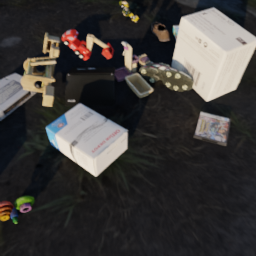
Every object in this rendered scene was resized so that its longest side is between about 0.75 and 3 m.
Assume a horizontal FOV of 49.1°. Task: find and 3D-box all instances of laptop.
[{"bbox_3d":[-1.561,-1.850,12.065,2.012,1.173,2.270,0,23,-1],"label":"laptop"}]

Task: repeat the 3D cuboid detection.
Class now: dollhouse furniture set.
[{"bbox_3d":[-3.449,-2.347,10.895,1.249,1.987,2.246,7,39,-20],"label":"dollhouse furniture set"},{"bbox_3d":[0.558,-2.598,11.701,1.831,1.640,2.311,-23,52,-19],"label":"dollhouse furniture set"}]

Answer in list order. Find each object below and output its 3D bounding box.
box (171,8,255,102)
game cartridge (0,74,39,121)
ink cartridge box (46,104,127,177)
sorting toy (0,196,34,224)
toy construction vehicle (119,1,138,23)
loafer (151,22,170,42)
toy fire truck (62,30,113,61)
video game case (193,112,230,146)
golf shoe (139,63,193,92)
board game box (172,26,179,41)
[{"bbox_3d":[3.310,-2.941,11.318,1.670,2.556,2.542,-24,56,-20],"label":"box"},{"bbox_3d":[-5.008,-1.294,11.374,1.568,0.489,2.355,23,52,24],"label":"game cartridge"},{"bbox_3d":[-1.366,0.342,9.483,2.242,0.938,1.626,30,52,27],"label":"ink cartridge box"},{"bbox_3d":[-3.215,2.378,7.962,1.134,0.681,0.465,-6,47,-30],"label":"sorting toy"},{"bbox_3d":[0.042,-6.489,15.574,0.412,1.019,1.171,-46,49,3],"label":"toy construction vehicle"},{"bbox_3d":[1.700,-5.104,14.468,0.663,0.645,1.816,-17,44,-9],"label":"loafer"},{"bbox_3d":[-1.623,-3.367,11.351,1.277,1.811,0.442,-20,45,37],"label":"toy fire truck"},{"bbox_3d":[3.126,0.011,10.383,1.158,0.163,1.281,15,50,13],"label":"video game case"},{"bbox_3d":[1.698,-2.313,11.920,2.383,0.920,1.050,20,48,17],"label":"golf shoe"},{"bbox_3d":[3.066,-4.694,14.401,1.223,0.380,1.620,-5,49,-4],"label":"board game box"}]
